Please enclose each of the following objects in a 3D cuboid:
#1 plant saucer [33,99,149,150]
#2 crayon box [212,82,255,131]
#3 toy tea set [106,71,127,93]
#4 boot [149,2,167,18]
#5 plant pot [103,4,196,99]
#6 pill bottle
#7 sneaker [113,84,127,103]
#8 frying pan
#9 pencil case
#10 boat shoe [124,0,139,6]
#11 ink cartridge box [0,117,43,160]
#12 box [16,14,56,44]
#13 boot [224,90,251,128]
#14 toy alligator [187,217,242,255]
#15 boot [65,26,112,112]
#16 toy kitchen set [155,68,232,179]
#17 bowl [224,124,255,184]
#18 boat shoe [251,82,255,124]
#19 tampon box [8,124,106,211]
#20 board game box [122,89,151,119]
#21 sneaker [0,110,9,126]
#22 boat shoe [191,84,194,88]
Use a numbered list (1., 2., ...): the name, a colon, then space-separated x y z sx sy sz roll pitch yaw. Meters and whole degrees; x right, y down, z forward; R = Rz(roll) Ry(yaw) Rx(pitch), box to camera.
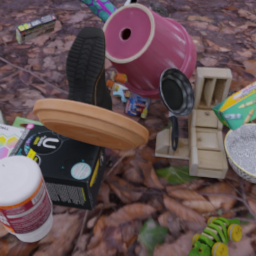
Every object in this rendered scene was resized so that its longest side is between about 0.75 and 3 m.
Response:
1. plant saucer: -0.947 0.031 7.104 2.925 2.925 0.472 12 78 11
2. crayon box: 3.530 -0.810 7.749 2.167 0.631 1.287 -32 5 10
3. toy tea set: -0.363 -1.541 9.427 0.415 0.666 1.121 14 12 -23
4. boot: 1.663 -4.775 12.530 1.762 0.610 1.534 27 51 -29
5. plant pot: 0.566 -2.691 9.680 2.992 2.678 2.992 -4 80 28
6. pill bottle: -2.275 1.630 6.080 1.111 2.027 1.111 1 45 -1
7. sneaker: 0.040 -1.319 12.324 1.542 0.570 0.632 27 87 15
8. frying pan: 1.622 -0.611 8.937 1.625 0.437 2.687 -1 79 -40
9. pencil case: -0.883 -4.265 10.065 0.732 1.719 0.795 -51 27 7
10. boat shoe: 0.271 -5.005 10.757 0.459 1.248 0.408 8 30 -31
11. ink cartridge box: -3.997 0.593 9.636 1.233 0.704 2.375 11 65 15
12. box: -3.030 -3.272 9.263 1.322 0.728 0.230 -33 88 -27
13. boot: 4.090 -0.994 11.715 2.254 0.780 1.962 18 48 20
14. toy alligator: 2.075 3.130 7.416 2.790 0.670 0.925 -34 19 -30
15. boot: -0.976 -1.476 8.553 1.104 2.851 1.972 18 15 16
16. toy kitchen set: 2.210 -0.231 9.657 2.349 2.598 2.880 4 43 6
17. bowl: 4.329 1.077 9.406 2.383 1.118 2.383 0 45 0
18. boat shoe: 5.458 -0.843 11.389 1.059 1.004 2.795 -4 45 -3
19. tampon box: -2.167 1.216 8.908 2.580 1.629 1.934 7 45 7
20. board game box: 0.290 -1.133 11.784 1.271 0.392 1.271 15 87 11
21. sneaker: -5.524 -0.225 10.879 1.357 0.955 2.554 -31 39 -21
22. boat shoe: 2.688 -2.005 13.015 0.405 0.427 1.127 -31 62 -32
